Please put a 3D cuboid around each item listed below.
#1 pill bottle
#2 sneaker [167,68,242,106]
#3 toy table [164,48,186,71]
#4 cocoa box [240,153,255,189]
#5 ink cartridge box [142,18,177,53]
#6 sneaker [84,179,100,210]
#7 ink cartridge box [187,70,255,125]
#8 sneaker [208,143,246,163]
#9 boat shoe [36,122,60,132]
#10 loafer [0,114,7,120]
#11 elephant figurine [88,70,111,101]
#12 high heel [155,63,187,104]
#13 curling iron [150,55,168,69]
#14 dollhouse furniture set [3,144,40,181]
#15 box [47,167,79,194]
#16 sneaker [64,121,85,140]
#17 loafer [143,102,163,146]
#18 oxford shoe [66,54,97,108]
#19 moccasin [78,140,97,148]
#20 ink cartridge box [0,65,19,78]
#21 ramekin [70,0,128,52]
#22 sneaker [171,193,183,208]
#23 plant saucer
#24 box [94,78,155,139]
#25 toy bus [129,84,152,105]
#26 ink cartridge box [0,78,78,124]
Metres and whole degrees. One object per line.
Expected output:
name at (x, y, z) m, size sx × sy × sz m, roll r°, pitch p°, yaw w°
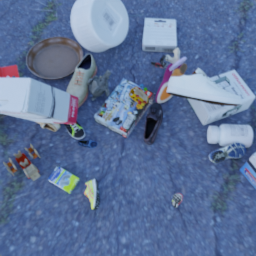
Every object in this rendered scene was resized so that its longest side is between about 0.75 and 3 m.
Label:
pill bottle at (4.040, 0.309, 11.212) m, size 1.585 × 0.907 × 0.907 m, roll 3°, pitch 61°, yaw 2°
sneaker at (3.038, -1.608, 10.745) m, size 2.929 × 1.066 × 1.240 m, roll 13°, pitch 89°, yaw -4°
toy table at (2.011, -2.977, 12.166) m, size 0.959 × 1.043 × 0.611 m, roll -31°, pitch 90°, yaw -40°
cocoa box at (5.632, 1.332, 10.315) m, size 2.245 × 1.473 × 1.497 m, roll -28°, pitch 65°, yaw -15°
ink cartridge box at (1.600, -4.753, 14.339) m, size 1.688 × 0.522 × 2.082 m, roll 4°, pitch 55°, yaw 2°
sneaker at (-1.356, 2.478, 10.300) m, size 0.531 × 0.459 × 1.175 m, roll -13°, pitch 52°, yaw 5°
ink cartridge box at (3.936, -1.340, 12.088) m, size 2.292 × 0.964 × 1.673 m, roll -20°, pitch 64°, yaw -11°
sneaker at (3.795, 0.963, 10.884) m, size 1.536 × 0.654 × 0.592 m, roll -12°, pitch 83°, yaw -8°
boat shoe at (-3.455, -0.170, 11.689) m, size 1.191 × 0.439 × 0.412 m, roll 18°, pitch 51°, yaw 8°
loafer at (-5.445, -0.770, 11.597) m, size 2.917 × 0.918 × 1.048 m, roll -40°, pitch 63°, yaw -19°
elephant figurine at (-1.174, -1.780, 11.909) m, size 0.991 × 1.087 × 1.401 m, roll -31°, pitch 21°, yaw -14°
high heel at (1.729, -2.088, 12.852) m, size 1.092 × 0.767 × 2.277 m, roll 17°, pitch 75°, yaw 57°
curling iron at (1.375, -2.920, 12.589) m, size 0.274 × 2.141 × 0.531 m, roll 16°, pitch 97°, yaw -12°
dollhouse furniture set at (-3.957, 1.444, 10.865) m, size 1.239 × 0.638 × 1.226 m, roll -37°, pitch 56°, yaw -19°
box at (-2.481, 1.948, 10.654) m, size 1.064 × 0.254 × 0.649 m, roll 27°, pitch 63°, yaw 11°
sneaker at (-2.375, -0.183, 11.472) m, size 0.567 × 0.655 × 1.582 m, roll -39°, pitch 84°, yaw -11°
loafer at (1.005, -0.221, 11.441) m, size 0.667 × 0.584 × 1.855 m, roll 8°, pitch 76°, yaw 21°
oxford shoe at (-2.208, -2.101, 12.477) m, size 0.996 × 1.038 × 2.813 m, roll 12°, pitch 62°, yaw 7°
moccasin at (-1.653, 0.656, 11.382) m, size 0.806 × 0.275 × 0.324 m, roll 0°, pitch 61°, yaw 0°
ink cartridge box at (-5.824, -1.902, 12.343) m, size 1.968 × 0.493 × 1.584 m, roll -12°, pitch 90°, yaw -5°
ramekin at (-1.208, -4.926, 13.020) m, size 1.285 × 2.636 × 2.636 m, roll 8°, pitch 53°, yaw 47°
sneaker at (1.787, 2.521, 10.010) m, size 0.369 × 0.868 × 0.334 m, roll -33°, pitch 65°, yaw -28°
plant saucer at (-3.507, -3.307, 13.515) m, size 2.690 × 0.431 × 2.690 m, roll 0°, pitch 61°, yaw -1°
box at (-0.133, -0.896, 12.128) m, size 1.634 × 0.476 × 2.387 m, roll 28°, pitch 65°, yaw 15°
toy bus at (0.457, -1.283, 11.705) m, size 0.888 × 0.486 × 0.941 m, roll -21°, pitch 89°, yaw -48°
ink cartridge box at (-3.314, -0.880, 9.829) m, size 1.952 × 2.687 × 1.120 m, roll 5°, pitch 84°, yaw 24°
